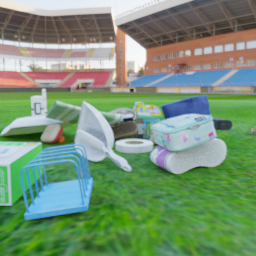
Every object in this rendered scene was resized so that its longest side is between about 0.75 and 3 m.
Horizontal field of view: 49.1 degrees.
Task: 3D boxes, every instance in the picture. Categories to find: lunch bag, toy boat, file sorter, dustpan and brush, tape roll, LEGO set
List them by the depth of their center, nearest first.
[{"bbox_3d":[-1.307,0.929,5.334,1.043,0.922,1.503,-9,8,-2],"label":"file sorter"},{"bbox_3d":[1.429,0.090,7.623,1.430,0.687,1.783,-14,6,-10],"label":"lunch bag"},{"bbox_3d":[-0.749,0.479,7.987,2.377,1.659,0.680,30,32,20],"label":"dustpan and brush"},{"bbox_3d":[0.220,0.650,10.110,1.363,0.249,1.363,0,8,0],"label":"tape roll"},{"bbox_3d":[-2.876,0.333,11.070,1.207,0.788,0.789,-2,-34,49],"label":"toy boat"},{"bbox_3d":[2.816,-0.459,12.873,1.745,1.699,2.568,-14,-1,35],"label":"lunch bag"},{"bbox_3d":[0.738,-1.272,20.074,1.226,0.992,2.664,16,14,27],"label":"LEGO set"}]

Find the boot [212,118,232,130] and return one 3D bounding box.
[{"bbox_3d":[4.531,-0.252,15.222,2.069,0.722,1.362,12,7,8],"label":"boot"}]

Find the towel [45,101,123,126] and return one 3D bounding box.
[{"bbox_3d":[-1.729,-0.451,10.833,2.617,0.306,1.996,12,-17,-26],"label":"towel"}]

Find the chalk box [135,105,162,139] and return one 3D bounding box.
[{"bbox_3d":[0.888,-0.193,12.247,1.090,1.098,1.759,0,27,-1],"label":"chalk box"}]

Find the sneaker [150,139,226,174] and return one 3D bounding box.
[{"bbox_3d":[1.683,0.681,8.086,2.254,0.817,1.285,-5,6,-29],"label":"sneaker"}]

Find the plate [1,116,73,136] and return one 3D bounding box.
[{"bbox_3d":[-3.915,-0.157,12.365,2.899,0.469,2.893,-7,-5,-32],"label":"plate"}]

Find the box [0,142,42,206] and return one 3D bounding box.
[{"bbox_3d":[-2.965,0.922,6.111,1.636,0.896,1.854,2,9,2],"label":"box"}]

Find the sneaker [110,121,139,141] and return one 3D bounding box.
[{"bbox_3d":[-0.663,0.315,11.365,2.235,0.787,0.844,-8,-25,5],"label":"sneaker"}]

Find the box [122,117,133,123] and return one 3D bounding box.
[{"bbox_3d":[0.020,-0.093,12.776,0.477,0.770,0.757,-5,5,1],"label":"box"}]

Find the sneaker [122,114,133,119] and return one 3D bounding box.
[{"bbox_3d":[-0.045,-0.504,14.678,0.329,0.437,0.878,-6,6,36],"label":"sneaker"}]

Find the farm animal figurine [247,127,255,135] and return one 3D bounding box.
[{"bbox_3d":[6.107,0.103,13.083,0.741,0.462,0.918,-6,10,-35],"label":"farm animal figurine"}]

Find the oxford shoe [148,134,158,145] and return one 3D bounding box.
[{"bbox_3d":[1.044,0.374,11.254,0.514,0.484,1.373,-5,6,8],"label":"oxford shoe"}]

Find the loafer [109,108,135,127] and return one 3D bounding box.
[{"bbox_3d":[-0.772,-0.401,14.781,2.919,1.049,0.918,-11,16,-31],"label":"loafer"}]

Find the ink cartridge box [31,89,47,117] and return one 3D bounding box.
[{"bbox_3d":[-5.315,-1.259,16.717,0.711,2.095,1.215,-1,8,-8],"label":"ink cartridge box"}]
